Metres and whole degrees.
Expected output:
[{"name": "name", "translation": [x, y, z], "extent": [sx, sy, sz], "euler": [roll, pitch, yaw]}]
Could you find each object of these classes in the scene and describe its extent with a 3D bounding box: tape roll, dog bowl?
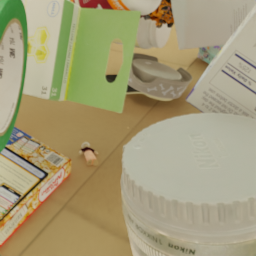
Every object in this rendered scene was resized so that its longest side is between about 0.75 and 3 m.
[{"name": "tape roll", "translation": [-1.912, -0.731, 3.913], "extent": [0.532, 2.213, 2.213], "euler": [9, 36, -11]}, {"name": "dog bowl", "translation": [0.877, -1.733, 9.297], "extent": [2.393, 0.702, 2.393], "euler": [14, 27, -8]}]

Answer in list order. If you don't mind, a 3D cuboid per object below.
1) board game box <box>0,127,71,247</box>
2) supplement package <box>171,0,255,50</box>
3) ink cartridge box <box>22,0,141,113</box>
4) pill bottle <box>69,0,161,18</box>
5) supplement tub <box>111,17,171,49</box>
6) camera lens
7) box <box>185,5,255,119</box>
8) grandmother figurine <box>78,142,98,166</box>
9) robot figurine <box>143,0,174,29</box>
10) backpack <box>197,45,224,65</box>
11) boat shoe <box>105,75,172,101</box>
[{"name": "board game box", "translation": [-2.732, 1.134, 5.734], "extent": [1.950, 0.596, 2.574], "euler": [28, 44, 14]}, {"name": "supplement package", "translation": [2.415, -3.166, 6.452], "extent": [2.476, 1.879, 1.866], "euler": [1, 40, 25]}, {"name": "ink cartridge box", "translation": [-1.193, -1.428, 5.324], "extent": [2.604, 1.895, 0.624], "euler": [15, 8, 28]}, {"name": "pill bottle", "translation": [-0.140, -2.664, 5.474], "extent": [2.176, 1.229, 1.229], "euler": [-7, 22, 48]}, {"name": "supplement tub", "translation": [0.220, -3.495, 9.314], "extent": [2.145, 1.555, 1.555], "euler": [17, 40, 23]}, {"name": "camera lens", "translation": [1.077, 1.390, 3.782], "extent": [2.128, 2.660, 2.128], "euler": [-8, 26, 4]}, {"name": "box", "translation": [2.700, -0.882, 4.034], "extent": [2.478, 2.694, 1.414], "euler": [36, 42, 2]}, {"name": "grandmother figurine", "translation": [-1.016, 0.631, 7.051], "extent": [0.485, 0.242, 0.800], "euler": [14, 26, -29]}, {"name": "robot figurine", "translation": [0.832, -3.435, 6.935], "extent": [1.343, 1.852, 0.539], "euler": [-1, 2, -40]}, {"name": "backpack", "translation": [3.981, -3.371, 10.911], "extent": [2.263, 1.919, 2.549], "euler": [-15, 32, -16]}, {"name": "boat shoe", "translation": [0.354, -1.566, 9.513], "extent": [2.549, 0.799, 0.933], "euler": [11, 39, 17]}]
